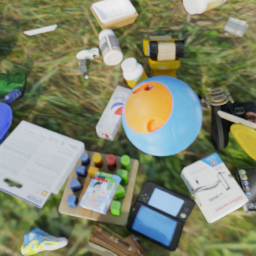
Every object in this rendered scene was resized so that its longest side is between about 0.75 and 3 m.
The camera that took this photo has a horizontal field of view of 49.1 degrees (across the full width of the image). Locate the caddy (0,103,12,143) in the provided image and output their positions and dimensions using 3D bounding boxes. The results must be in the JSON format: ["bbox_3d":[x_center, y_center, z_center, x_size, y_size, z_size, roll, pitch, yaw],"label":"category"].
[{"bbox_3d":[-5.335,0.058,9.455,2.098,1.558,2.968,36,59,-18],"label":"caddy"}]

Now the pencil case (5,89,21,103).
[{"bbox_3d":[-4.439,-1.215,10.786,0.303,0.337,0.776,-14,25,15],"label":"pencil case"}]

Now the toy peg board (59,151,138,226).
[{"bbox_3d":[-0.921,1.721,8.957,2.203,1.082,2.212,10,62,5],"label":"toy peg board"}]

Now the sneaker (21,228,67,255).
[{"bbox_3d":[-2.536,3.316,8.411,1.366,0.517,0.718,-11,62,-5],"label":"sneaker"}]

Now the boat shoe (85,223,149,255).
[{"bbox_3d":[0.031,3.504,8.074,2.512,0.904,0.854,18,66,10],"label":"boat shoe"}]

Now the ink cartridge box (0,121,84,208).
[{"bbox_3d":[-2.973,1.089,8.728,2.378,0.525,2.422,20,54,13],"label":"ink cartridge box"}]

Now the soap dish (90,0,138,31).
[{"bbox_3d":[-0.666,-5.275,12.965,1.822,0.740,1.433,-23,64,-12],"label":"soap dish"}]

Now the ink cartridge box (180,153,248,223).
[{"bbox_3d":[2.733,1.919,9.035,1.301,0.751,1.782,-24,64,-12],"label":"ink cartridge box"}]

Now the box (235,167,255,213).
[{"bbox_3d":[4.404,2.008,9.216,1.421,0.350,1.471,-3,62,2],"label":"box"}]

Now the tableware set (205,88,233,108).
[{"bbox_3d":[3.322,-1.225,10.429,0.909,0.276,1.375,-12,25,16],"label":"tableware set"}]

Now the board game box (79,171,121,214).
[{"bbox_3d":[-0.816,1.878,8.261,0.859,0.208,1.136,6,57,32],"label":"board game box"}]

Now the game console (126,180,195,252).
[{"bbox_3d":[0.990,2.638,8.466,1.654,1.455,0.963,23,30,6],"label":"game console"}]

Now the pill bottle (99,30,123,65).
[{"bbox_3d":[-0.771,-3.435,11.914,0.824,0.824,1.416,-13,62,-7],"label":"pill bottle"}]

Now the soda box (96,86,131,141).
[{"bbox_3d":[-0.479,-0.558,10.426,0.639,0.687,2.013,20,63,10],"label":"soda box"}]

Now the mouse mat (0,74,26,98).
[{"bbox_3d":[-4.932,-1.710,11.386,1.478,0.056,1.189,-3,64,-1],"label":"mouse mat"}]

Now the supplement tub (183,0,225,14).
[{"bbox_3d":[3.600,-6.171,13.155,1.744,1.259,1.259,-26,65,-13],"label":"supplement tub"}]

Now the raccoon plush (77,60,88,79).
[{"bbox_3d":[-1.782,-2.472,11.542,0.364,0.505,0.753,-35,76,-30],"label":"raccoon plush"}]

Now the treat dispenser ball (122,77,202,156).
[{"bbox_3d":[1.097,-0.386,9.262,2.608,2.608,2.608,0,61,0],"label":"treat dispenser ball"}]

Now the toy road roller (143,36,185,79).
[{"bbox_3d":[1.397,-2.786,11.444,1.415,1.681,2.303,-2,24,-1],"label":"toy road roller"}]

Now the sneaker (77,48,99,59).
[{"bbox_3d":[-1.718,-3.116,12.030,0.986,0.370,0.400,-17,72,-8],"label":"sneaker"}]

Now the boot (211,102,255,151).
[{"bbox_3d":[3.889,-0.122,10.109,1.616,0.814,2.162,7,61,3],"label":"boot"}]

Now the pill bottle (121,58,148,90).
[{"bbox_3d":[0.282,-1.964,10.716,0.772,1.390,0.772,-15,50,18],"label":"pill bottle"}]

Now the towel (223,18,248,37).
[{"bbox_3d":[4.995,-4.690,12.976,0.948,0.164,0.912,28,65,14],"label":"towel"}]

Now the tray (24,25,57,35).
[{"bbox_3d":[-3.900,-4.372,12.585,1.447,0.160,0.777,-16,18,-8],"label":"tray"}]

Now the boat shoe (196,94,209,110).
[{"bbox_3d":[2.847,-1.005,10.831,0.285,0.281,0.765,-18,56,-33],"label":"boat shoe"}]

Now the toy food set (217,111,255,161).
[{"bbox_3d":[4.124,0.208,8.760,0.848,2.595,1.527,-47,28,-7],"label":"toy food set"}]
